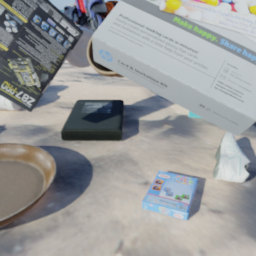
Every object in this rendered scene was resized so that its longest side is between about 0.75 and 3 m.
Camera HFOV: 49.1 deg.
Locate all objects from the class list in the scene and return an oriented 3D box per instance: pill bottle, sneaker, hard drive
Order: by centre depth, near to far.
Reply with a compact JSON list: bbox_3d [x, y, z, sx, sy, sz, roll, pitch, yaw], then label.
[{"bbox_3d":[2.442,0.713,6.608,0.708,0.621,1.766,17,34,12],"label":"sneaker"},{"bbox_3d":[-1.633,-2.574,8.615,1.122,1.122,1.877,-10,27,-21],"label":"pill bottle"},{"bbox_3d":[-1.014,-0.312,8.874,1.711,0.403,2.452,0,25,1],"label":"hard drive"},{"bbox_3d":[-4.695,-1.417,10.581,1.316,1.032,2.648,-7,25,-7],"label":"sneaker"}]

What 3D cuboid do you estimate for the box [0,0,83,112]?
[{"bbox_3d":[-2.761,-2.085,6.017,2.961,2.387,0.727,35,-11,-37],"label":"box"}]

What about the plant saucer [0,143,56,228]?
[{"bbox_3d":[-2.947,1.178,5.656,2.950,0.473,2.950,1,25,0],"label":"plant saucer"}]

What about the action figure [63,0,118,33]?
[{"bbox_3d":[-0.924,-3.482,9.487,2.659,2.748,1.437,1,-17,-29],"label":"action figure"}]

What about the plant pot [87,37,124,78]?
[{"bbox_3d":[-0.258,-1.690,6.717,1.192,1.192,1.039,7,-6,14],"label":"plant pot"}]

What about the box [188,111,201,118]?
[{"bbox_3d":[2.943,-0.606,9.477,1.733,0.426,0.713,6,26,12],"label":"box"}]

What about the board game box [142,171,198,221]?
[{"bbox_3d":[0.873,1.313,5.655,0.871,0.211,1.151,10,27,20],"label":"board game box"}]

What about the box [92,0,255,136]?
[{"bbox_3d":[1.191,-1.630,4.009,2.233,0.590,2.865,30,69,8],"label":"box"}]
